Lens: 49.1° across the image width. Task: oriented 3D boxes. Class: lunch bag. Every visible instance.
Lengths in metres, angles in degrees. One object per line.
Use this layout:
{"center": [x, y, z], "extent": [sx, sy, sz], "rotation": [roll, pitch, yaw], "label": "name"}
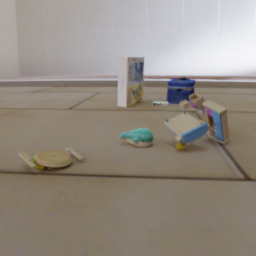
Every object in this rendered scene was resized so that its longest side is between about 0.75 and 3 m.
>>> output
{"center": [3.294, -2.405, 17.465], "extent": [1.620, 1.577, 2.384], "rotation": [4, 14, 17], "label": "lunch bag"}

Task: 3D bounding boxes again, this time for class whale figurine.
{"center": [0.259, 0.237, 8.721], "extent": [1.059, 0.550, 0.843], "rotation": [10, 15, 12], "label": "whale figurine"}

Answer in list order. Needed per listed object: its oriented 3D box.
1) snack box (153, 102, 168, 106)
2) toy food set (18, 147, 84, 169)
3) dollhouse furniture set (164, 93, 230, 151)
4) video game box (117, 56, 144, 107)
{"center": [1.900, -1.425, 16.454], "extent": [0.872, 0.162, 0.507], "rotation": [1, 14, 6], "label": "snack box"}
{"center": [-1.921, 0.834, 7.117], "extent": [1.465, 0.294, 1.011], "rotation": [-4, 20, -39], "label": "toy food set"}
{"center": [2.002, 0.026, 8.968], "extent": [1.864, 1.216, 1.760], "rotation": [-26, 32, -12], "label": "dollhouse furniture set"}
{"center": [0.197, -2.785, 16.448], "extent": [0.659, 2.814, 2.563], "rotation": [9, 17, 25], "label": "video game box"}
